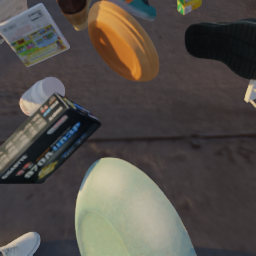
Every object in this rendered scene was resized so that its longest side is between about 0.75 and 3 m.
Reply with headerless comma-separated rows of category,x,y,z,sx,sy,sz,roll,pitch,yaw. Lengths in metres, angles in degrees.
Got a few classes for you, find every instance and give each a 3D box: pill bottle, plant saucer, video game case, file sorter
pill bottle,-2.055,-0.739,6.727,0.681,1.202,0.681,15,67,-38
plant saucer,-0.159,1.685,3.898,0.483,2.511,2.511,-16,52,-39
video game case,-1.991,-1.919,5.931,1.134,1.032,0.130,-19,41,16
plant saucer,-0.187,-1.693,5.910,1.932,1.932,0.362,37,73,24
file sorter,4.197,-1.268,7.185,1.437,2.071,1.289,-25,55,-8

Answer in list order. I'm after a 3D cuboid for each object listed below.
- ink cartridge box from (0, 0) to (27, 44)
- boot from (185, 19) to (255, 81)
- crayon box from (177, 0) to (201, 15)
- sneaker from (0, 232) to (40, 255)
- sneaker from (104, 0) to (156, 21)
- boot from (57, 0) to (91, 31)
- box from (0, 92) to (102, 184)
ink cartridge box,-3.456,-2.968,6.866,0.741,2.598,2.112,42,71,-8
boot,2.885,-1.982,6.208,1.918,1.074,2.773,-19,39,-24
crayon box,1.997,-4.444,9.116,0.736,1.239,0.361,-31,54,-10
sneaker,-2.781,2.960,6.482,1.545,0.547,0.564,-33,60,-22
sneaker,-0.146,-3.422,6.824,2.296,0.917,0.819,18,20,-29
boot,-1.738,-4.526,7.992,1.023,2.352,2.827,-13,64,3
box,-1.368,0.262,4.772,1.673,1.329,0.385,-44,71,4
